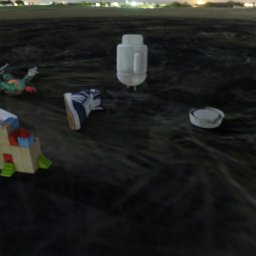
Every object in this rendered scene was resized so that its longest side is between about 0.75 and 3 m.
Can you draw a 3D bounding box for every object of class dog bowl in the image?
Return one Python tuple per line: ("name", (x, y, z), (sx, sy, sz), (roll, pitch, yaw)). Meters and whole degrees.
("dog bowl", (3.006, -0.402, 10.845), (1.280, 0.375, 1.280), (0, 27, 0))

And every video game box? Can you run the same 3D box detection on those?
("video game box", (-5.155, -0.283, 10.673), (1.394, 0.326, 1.270), (20, 31, 34))

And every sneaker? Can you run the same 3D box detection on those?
("sneaker", (-1.667, -0.822, 11.012), (1.510, 0.976, 2.784), (-9, 26, -13))

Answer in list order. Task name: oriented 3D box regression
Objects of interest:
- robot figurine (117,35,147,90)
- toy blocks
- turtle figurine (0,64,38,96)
("robot figurine", (0.188, -3.201, 13.723), (1.457, 2.581, 2.189), (-2, 18, -11))
("toy blocks", (-3.463, 0.405, 8.000), (2.271, 1.552, 1.135), (6, 28, 10))
("turtle figurine", (-5.513, -2.194, 13.260), (2.722, 1.371, 2.038), (4, 8, 43))
